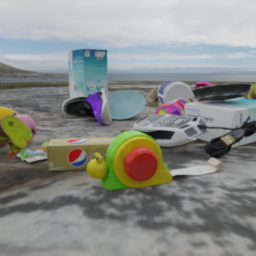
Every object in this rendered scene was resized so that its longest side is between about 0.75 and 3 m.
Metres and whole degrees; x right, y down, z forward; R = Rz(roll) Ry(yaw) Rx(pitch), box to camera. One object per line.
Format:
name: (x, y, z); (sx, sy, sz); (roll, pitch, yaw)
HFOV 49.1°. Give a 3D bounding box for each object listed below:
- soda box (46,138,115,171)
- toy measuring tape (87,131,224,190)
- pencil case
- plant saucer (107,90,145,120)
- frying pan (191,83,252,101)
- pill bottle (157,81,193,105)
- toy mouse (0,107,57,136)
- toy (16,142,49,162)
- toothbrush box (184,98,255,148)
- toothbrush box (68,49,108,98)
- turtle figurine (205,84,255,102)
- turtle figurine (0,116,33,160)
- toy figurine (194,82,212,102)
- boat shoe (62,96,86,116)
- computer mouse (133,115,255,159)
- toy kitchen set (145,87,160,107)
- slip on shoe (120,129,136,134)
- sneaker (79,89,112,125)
soda box: (-0.754, 0.515, 5.679); (1.661, 0.532, 0.563); (-2, 12, -6)
toy measuring tape: (0.568, 0.476, 4.965); (2.640, 0.971, 0.971); (-4, 13, -20)
pencil case: (1.619, -0.471, 9.413); (0.990, 0.990, 2.240); (5, 14, 24)
plant saucer: (-0.195, -0.848, 11.363); (1.814, 0.349, 1.814); (-6, 43, 6)
frying pan: (2.581, -1.003, 8.336); (1.621, 0.436, 2.680); (-3, -1, -1)
pill bottle: (2.198, -1.615, 13.784); (1.362, 1.362, 2.353); (-1, 12, -5)
toy mouse: (-3.463, -0.109, 7.157); (2.939, 0.569, 2.612); (7, 12, 6)
toy: (-1.842, 0.489, 6.393); (1.228, 0.290, 0.707); (-12, 17, -43)
toothbrush box: (3.058, -0.252, 8.127); (2.361, 1.007, 1.729); (-8, 14, -34)
toothbrush box: (-1.871, -2.162, 12.920); (1.186, 2.781, 2.036); (-8, 15, -30)
turtle figurine: (4.475, -1.000, 11.110); (2.464, 0.794, 1.987); (13, -25, -20)
turtle figurine: (-2.244, 0.282, 4.405); (1.783, 0.712, 2.211); (-17, 4, 45)
toy figurine: (2.435, -0.771, 9.371); (1.245, 1.526, 1.658); (8, 15, 36)
boat shoe: (-1.581, -0.897, 11.681); (2.297, 0.825, 0.777); (-3, 12, -31)
computer mouse: (1.419, 0.146, 6.845); (2.948, 0.647, 1.616); (7, 27, 44)
toy kitchen set: (1.572, -1.526, 14.890); (0.823, 1.008, 0.910); (41, -6, -26)
slip on shoe: (0.245, 0.197, 7.758); (0.964, 0.292, 0.366); (3, 12, 13)
sneaker: (-1.271, -0.671, 10.479); (1.152, 0.805, 2.316); (-14, 27, 1)
